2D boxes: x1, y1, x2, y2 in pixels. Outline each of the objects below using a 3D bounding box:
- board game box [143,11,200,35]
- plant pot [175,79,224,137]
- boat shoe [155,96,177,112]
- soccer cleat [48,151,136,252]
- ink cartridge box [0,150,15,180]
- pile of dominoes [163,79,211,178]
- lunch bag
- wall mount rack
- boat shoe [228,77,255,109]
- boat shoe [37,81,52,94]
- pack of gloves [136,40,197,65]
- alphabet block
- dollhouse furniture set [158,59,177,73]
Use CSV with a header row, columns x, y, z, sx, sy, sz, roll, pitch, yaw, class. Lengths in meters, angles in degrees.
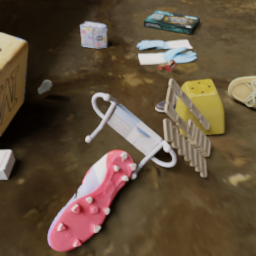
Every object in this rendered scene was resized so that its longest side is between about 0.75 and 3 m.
x,y,z,sx,sy,sz,roll,pitch,yaw,class
2.298,-5.526,14.633,2.532,0.357,1.713,18,44,19,board game box
2.094,-0.670,8.240,1.279,1.309,1.271,-7,41,4,plant pot
1.565,-0.927,9.237,1.509,0.473,0.548,-16,38,-19,boat shoe
-0.835,1.542,6.316,1.020,0.890,2.668,-12,32,51,soccer cleat
-3.496,0.951,7.157,0.974,0.412,0.704,-2,41,0,ink cartridge box
1.407,0.086,6.988,0.344,2.161,1.685,-15,46,39,pile of dominoes
-1.500,-4.134,12.548,1.166,0.989,0.741,13,40,13,lunch bag
0.039,0.145,6.333,2.594,2.254,0.967,39,56,3,wall mount rack
4.506,-0.948,8.722,2.735,0.998,0.860,21,22,21,boat shoe
-2.760,-1.404,9.459,0.826,0.304,0.276,-19,9,41,boat shoe
1.660,-3.506,12.221,2.519,0.497,2.117,-4,42,-4,pack of gloves
-4.369,-1.177,7.625,2.400,2.413,2.458,15,41,-6,alphabet block
1.473,-2.348,10.825,0.411,0.311,0.765,-47,23,-25,dollhouse furniture set
